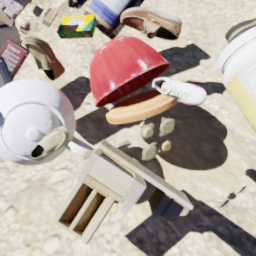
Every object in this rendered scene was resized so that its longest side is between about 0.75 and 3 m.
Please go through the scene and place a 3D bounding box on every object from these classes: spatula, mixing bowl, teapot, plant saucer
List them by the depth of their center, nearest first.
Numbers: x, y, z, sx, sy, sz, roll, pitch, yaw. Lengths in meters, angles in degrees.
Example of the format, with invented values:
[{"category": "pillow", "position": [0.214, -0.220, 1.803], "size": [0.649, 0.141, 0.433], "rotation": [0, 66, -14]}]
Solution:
[{"category": "teapot", "position": [-2.139, -0.009, 6.424], "size": [2.254, 2.225, 1.647], "rotation": [-21, 21, -17]}, {"category": "spatula", "position": [-2.877, -0.860, 7.056], "size": [0.593, 2.098, 0.216], "rotation": [-21, 47, -18]}, {"category": "plant saucer", "position": [0.343, -0.641, 7.638], "size": [2.006, 0.324, 2.006], "rotation": [-17, 18, 6]}, {"category": "mixing bowl", "position": [-0.181, -1.695, 7.872], "size": [2.392, 2.392, 1.295], "rotation": [-29, 88, -16]}]

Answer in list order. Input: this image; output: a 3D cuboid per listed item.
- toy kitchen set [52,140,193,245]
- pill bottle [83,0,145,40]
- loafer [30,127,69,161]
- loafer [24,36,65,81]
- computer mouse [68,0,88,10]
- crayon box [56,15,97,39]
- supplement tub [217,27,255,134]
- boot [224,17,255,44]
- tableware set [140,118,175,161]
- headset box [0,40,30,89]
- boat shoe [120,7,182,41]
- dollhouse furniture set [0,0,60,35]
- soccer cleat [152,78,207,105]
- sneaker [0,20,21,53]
[{"category": "toy kitchen set", "position": [-0.258, 1.646, 5.259], "size": [1.924, 2.358, 2.128], "rotation": [33, 91, -1]}, {"category": "pill bottle", "position": [-0.272, -4.247, 9.260], "size": [1.337, 1.337, 2.391], "rotation": [45, 101, 23]}, {"category": "loafer", "position": [-1.241, 0.275, 4.396], "size": [0.756, 0.258, 0.286], "rotation": [-42, 87, 11]}, {"category": "loafer", "position": [-2.251, -1.830, 7.573], "size": [0.580, 1.526, 0.515], "rotation": [4, 63, 29]}, {"category": "computer mouse", "position": [-1.682, -4.912, 8.572], "size": [0.512, 2.332, 1.279], "rotation": [21, 59, 22]}, {"category": "crayon box", "position": [-1.572, -3.111, 8.666], "size": [1.121, 0.327, 0.666], "rotation": [3, 62, 16]}, {"category": "supplement tub", "position": [3.800, -1.089, 7.384], "size": [1.999, 1.999, 2.749], "rotation": [-20, 68, -12]}, {"category": "boot", "position": [5.775, -3.624, 11.425], "size": [2.959, 1.146, 2.047], "rotation": [-27, 67, 0]}, {"category": "tableware set", "position": [0.630, 0.246, 5.938], "size": [0.800, 0.957, 0.111], "rotation": [-12, 26, -24]}, {"category": "headset box", "position": [-3.209, -1.739, 7.588], "size": [0.550, 1.060, 1.425], "rotation": [31, 97, -20]}, {"category": "boat shoe", "position": [0.709, -3.059, 8.401], "size": [1.915, 0.725, 0.688], "rotation": [7, 70, -7]}, {"category": "dollhouse furniture set", "position": [-2.894, -3.328, 7.191], "size": [2.055, 0.910, 1.065], "rotation": [34, 64, -19]}, {"category": "soccer cleat", "position": [0.932, -0.692, 5.343], "size": [0.488, 0.395, 1.131], "rotation": [-1, 20, -43]}, {"category": "sneaker", "position": [-4.521, -2.499, 8.243], "size": [2.760, 1.111, 1.055], "rotation": [-25, 38, -29]}]
